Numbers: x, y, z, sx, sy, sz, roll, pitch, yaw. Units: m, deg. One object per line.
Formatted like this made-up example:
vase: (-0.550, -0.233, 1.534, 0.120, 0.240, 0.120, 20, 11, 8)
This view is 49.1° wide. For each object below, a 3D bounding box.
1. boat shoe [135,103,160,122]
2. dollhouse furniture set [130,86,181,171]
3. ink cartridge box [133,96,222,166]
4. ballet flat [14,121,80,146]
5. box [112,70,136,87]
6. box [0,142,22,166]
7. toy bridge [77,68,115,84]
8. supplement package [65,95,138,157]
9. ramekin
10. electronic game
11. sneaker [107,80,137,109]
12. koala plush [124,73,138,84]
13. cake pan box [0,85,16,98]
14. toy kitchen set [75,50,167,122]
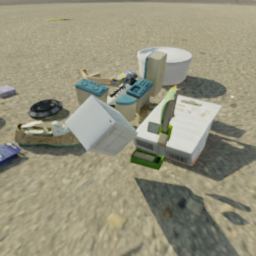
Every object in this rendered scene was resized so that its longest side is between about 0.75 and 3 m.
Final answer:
boat shoe: (1.369, -0.523, 9.837, 2.529, 0.793, 0.927, 16, 35, 32)
dollhouse furniture set: (0.623, -0.033, 6.705, 0.779, 2.018, 1.009, 16, 28, 15)
ink cartridge box: (1.587, -0.062, 8.849, 1.979, 0.612, 2.440, 18, 45, 30)
ballet flat: (-2.511, 0.153, 8.793, 2.217, 0.724, 0.782, -2, 31, -3)
box: (-0.178, -2.363, 13.466, 0.469, 0.430, 1.338, 20, 35, 30)
box: (-3.779, 0.843, 8.113, 0.748, 0.200, 1.234, 24, 39, 34)
toy bridge: (-1.693, -2.528, 13.864, 2.316, 0.315, 0.779, 21, 36, 32)
supplement package: (-0.577, 0.016, 6.825, 0.904, 0.939, 1.650, 48, 7, 20)
ramekin: (1.749, -3.050, 13.804, 2.672, 1.244, 2.672, 1, 31, -1)
electronic game: (-3.186, -0.739, 10.780, 1.338, 0.278, 1.338, -5, 32, 3)
sneaker: (-0.362, -1.290, 11.137, 2.306, 0.922, 0.850, -28, 41, -37)
koala plush: (0.252, -2.019, 12.813, 0.690, 0.716, 0.779, -15, 53, -47)
cake pan box: (-5.511, -1.634, 12.425, 0.744, 0.211, 0.808, 22, 37, 29)
toy kitchen set: (-0.224, -1.805, 10.299, 2.241, 1.648, 2.798, 23, 44, 20)
